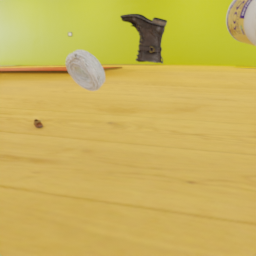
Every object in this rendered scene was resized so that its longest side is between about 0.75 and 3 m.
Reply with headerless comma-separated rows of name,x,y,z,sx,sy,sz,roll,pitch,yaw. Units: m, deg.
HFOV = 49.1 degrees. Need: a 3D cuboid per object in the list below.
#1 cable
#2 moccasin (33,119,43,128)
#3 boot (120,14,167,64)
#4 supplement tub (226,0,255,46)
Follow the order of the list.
cable,-1.769,-2.331,11.495,1.798,1.798,0.623,2,48,51
moccasin,-3.490,-0.184,10.876,0.284,0.300,0.777,-8,18,-25
boot,0.523,-3.422,10.872,2.007,1.748,0.695,17,27,13
supplement tub,3.103,-2.492,6.366,1.262,1.262,1.735,0,23,-1
